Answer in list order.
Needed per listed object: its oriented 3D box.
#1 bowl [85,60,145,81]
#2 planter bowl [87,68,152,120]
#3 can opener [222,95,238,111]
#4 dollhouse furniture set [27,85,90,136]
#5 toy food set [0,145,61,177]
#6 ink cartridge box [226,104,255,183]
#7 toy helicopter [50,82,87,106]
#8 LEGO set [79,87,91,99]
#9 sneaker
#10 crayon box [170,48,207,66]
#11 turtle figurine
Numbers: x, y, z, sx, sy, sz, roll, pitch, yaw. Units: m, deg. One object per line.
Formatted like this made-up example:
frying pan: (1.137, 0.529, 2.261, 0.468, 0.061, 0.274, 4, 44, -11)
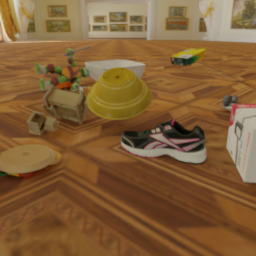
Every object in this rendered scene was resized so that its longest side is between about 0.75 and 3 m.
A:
bowl: (-0.754, -3.190, 16.037, 2.860, 1.068, 2.856, -14, 26, -30)
planter bowl: (-0.296, -1.242, 8.557, 2.068, 0.861, 2.068, -2, 46, 2)
can opener: (4.220, -1.103, 11.483, 0.482, 0.609, 1.831, 9, 19, 24)
dollhouse furniture set: (-1.898, -0.227, 9.202, 2.007, 1.116, 1.775, 14, 54, 11)
toy food set: (-2.505, 0.792, 6.928, 1.415, 0.348, 1.429, 7, 23, 17)
ink cartridge box: (3.030, 0.310, 6.776, 0.767, 1.336, 1.840, 2, 22, 6)
toy helicopter: (-2.291, -1.135, 11.268, 1.422, 0.848, 2.150, -18, -7, 30)
LEGO set: (-1.448, -1.224, 10.110, 0.370, 0.398, 0.969, -15, 49, -23)
sneaker: (0.961, 0.210, 7.520, 2.315, 1.000, 0.930, 6, 21, 15)
crayon box: (1.525, -1.776, 6.984, 0.817, 0.207, 0.519, -30, 33, -30)
turtle figurine: (-3.077, -2.892, 14.013, 2.757, 2.046, 2.843, -15, 22, -23)
